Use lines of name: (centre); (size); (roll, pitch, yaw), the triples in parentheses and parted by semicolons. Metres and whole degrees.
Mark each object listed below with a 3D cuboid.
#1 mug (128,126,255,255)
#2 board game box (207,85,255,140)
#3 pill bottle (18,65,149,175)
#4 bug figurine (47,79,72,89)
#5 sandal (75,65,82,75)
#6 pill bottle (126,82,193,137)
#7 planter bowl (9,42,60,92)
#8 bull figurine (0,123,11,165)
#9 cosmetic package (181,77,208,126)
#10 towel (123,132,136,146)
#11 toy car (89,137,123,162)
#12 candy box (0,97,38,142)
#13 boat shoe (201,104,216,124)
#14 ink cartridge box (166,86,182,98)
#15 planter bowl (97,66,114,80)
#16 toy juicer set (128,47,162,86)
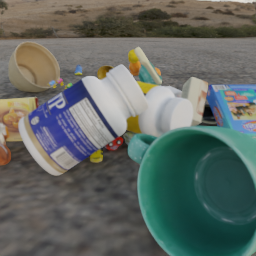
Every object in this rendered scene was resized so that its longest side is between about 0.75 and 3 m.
mug: (1.192, 0.741, 4.198); (1.385, 1.841, 2.240); (2, 58, -46)
board game box: (3.569, -0.388, 8.194); (1.944, 0.575, 2.556); (1, 39, 0)
pill bottle: (-0.878, -0.229, 6.001); (2.463, 1.474, 1.474); (-33, 26, -1)
bug figurine: (-2.766, -1.778, 11.740); (1.087, 0.280, 0.843); (24, 31, -1)
sandal: (-3.034, -3.547, 17.119); (0.459, 0.503, 1.155); (-2, 24, -10)
pill bottle: (0.412, -0.507, 7.485); (2.445, 1.369, 1.369); (18, 28, 40)
planter bowl: (-4.477, -2.564, 12.788); (1.499, 2.227, 2.227); (-23, 6, 37)
bull figurine: (-3.632, 0.440, 6.310); (1.838, 1.116, 0.598); (1, 8, -22)
cosmetic package: (1.891, -0.738, 8.314); (0.574, 1.316, 0.680); (19, -17, -8)
towel: (0.764, 0.362, 7.537); (1.521, 0.366, 1.302); (-8, 24, -19)
toy car: (-0.938, 0.502, 7.283); (1.271, 0.301, 1.351); (10, 23, 24)
candy box: (-3.294, -0.199, 7.391); (1.883, 1.087, 0.521); (-3, 6, 12)
boat shoe: (2.174, -0.503, 9.016); (1.876, 0.580, 0.702); (8, 62, -6)
ink cartridge box: (1.197, -0.783, 9.449); (1.729, 1.001, 0.576); (-18, 37, -39)
planter bowl: (-0.699, -2.093, 10.904); (0.920, 0.920, 0.383); (7, 41, 17)
toy juicer set: (0.733, -2.352, 10.950); (0.802, 1.875, 2.947); (-27, 0, -7)
